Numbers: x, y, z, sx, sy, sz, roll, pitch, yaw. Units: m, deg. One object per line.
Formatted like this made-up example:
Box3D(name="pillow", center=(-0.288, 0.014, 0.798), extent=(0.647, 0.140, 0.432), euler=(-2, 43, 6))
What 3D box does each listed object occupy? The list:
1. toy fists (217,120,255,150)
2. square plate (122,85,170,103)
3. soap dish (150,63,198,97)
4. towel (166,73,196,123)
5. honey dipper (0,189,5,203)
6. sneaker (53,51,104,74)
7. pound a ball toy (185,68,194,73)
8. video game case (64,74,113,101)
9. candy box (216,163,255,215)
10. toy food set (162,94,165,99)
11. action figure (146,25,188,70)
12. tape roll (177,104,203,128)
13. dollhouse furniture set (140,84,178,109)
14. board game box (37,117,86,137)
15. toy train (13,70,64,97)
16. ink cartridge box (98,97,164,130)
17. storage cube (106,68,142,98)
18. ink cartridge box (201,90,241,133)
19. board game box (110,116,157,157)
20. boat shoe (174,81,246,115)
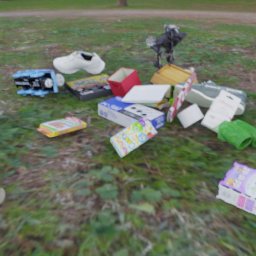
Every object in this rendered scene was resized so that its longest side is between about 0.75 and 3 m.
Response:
Box3D(name="toy fists", center=(3.555, 0.202, 9.011), extent=(1.942, 0.668, 0.990), euler=(-4, 39, -43))
Box3D(name="square plate", center=(0.756, -1.344, 11.315), extent=(1.604, 0.230, 1.620), euler=(2, 29, 22))
Box3D(name="soap dish", center=(2.143, -2.238, 13.000), extent=(1.774, 0.720, 1.395), euler=(32, 53, 27))
Box3D(name="towel", center=(1.965, -1.084, 10.401), extent=(0.199, 1.261, 1.751), euler=(30, 78, 13))
Box3D(name="honey dipper", center=(-4.112, 1.637, 7.142), extent=(2.029, 0.385, 0.385), euler=(3, 29, 16))
Box3D(name="sneaker", center=(-2.258, -3.008, 12.450), extent=(2.353, 1.025, 0.877), euler=(0, 66, 12))
Box3D(name="pound a ball toy", center=(2.626, -2.553, 14.329), extent=(1.547, 0.657, 1.009), euler=(-1, 40, -1))
Box3D(name="video game case", center=(-1.668, -2.031, 13.832), extent=(2.388, 0.305, 2.158), euler=(-17, 33, -27))
Box3D(name="candy box", center=(3.153, 1.574, 7.078), extent=(1.402, 0.501, 1.176), euler=(21, 35, 34))
Box3D(name="toy food set", center=(1.386, -1.623, 13.117), extent=(0.933, 0.271, 1.351), euler=(-24, 37, -37))
Box3D(name="action figure", center=(1.740, -4.010, 13.271), extent=(1.719, 2.893, 1.476), euler=(-21, 69, -8))
Box3D(name="tape roll", center=(2.269, -0.428, 10.227), extent=(0.812, 0.812, 0.557), euler=(-25, 81, -38))
Box3D(name="dollhouse furniture set", center=(1.425, -1.335, 11.602), extent=(1.007, 0.778, 2.015), euler=(15, 18, 32))
Box3D(name="board game box", center=(-2.334, -0.052, 9.923), extent=(0.773, 0.242, 1.617), euler=(24, 29, 33))
Box3D(name="toy train", center=(-4.090, -2.142, 12.833), extent=(2.676, 1.160, 1.529), euler=(8, 24, 39))
Box3D(name="ink cartridge box", center=(0.076, -0.522, 10.837), extent=(2.459, 0.544, 1.156), euler=(25, 36, 38))
Box3D(name="storage cube", center=(-0.147, -1.950, 12.530), extent=(0.996, 1.047, 1.165), euler=(20, 56, 45))
Box3D(name="ink cartridge box", center=(3.266, -0.553, 9.866), extent=(0.793, 1.355, 0.456), euler=(30, 0, 7))
Box3D(name="board game box", center=(0.148, 0.284, 8.585), extent=(1.257, 0.648, 0.659), euler=(-33, -5, -10))
Box3D(name="boat shoe", center=(3.376, -1.408, 11.532), extent=(2.911, 1.060, 0.899), euler=(21, 73, 22))
